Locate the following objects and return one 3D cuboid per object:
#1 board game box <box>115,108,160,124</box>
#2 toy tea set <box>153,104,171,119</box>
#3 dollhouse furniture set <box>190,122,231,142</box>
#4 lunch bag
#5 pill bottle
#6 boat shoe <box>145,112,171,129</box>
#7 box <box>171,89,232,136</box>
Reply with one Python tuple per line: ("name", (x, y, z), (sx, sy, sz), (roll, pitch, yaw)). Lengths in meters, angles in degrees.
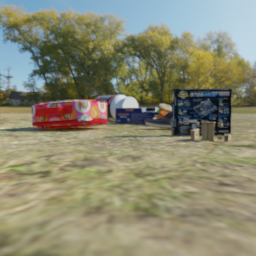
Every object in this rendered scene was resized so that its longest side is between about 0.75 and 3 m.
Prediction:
("board game box", (1.083, -0.708, 15.834), (2.845, 0.877, 2.843), (1, 5, 17))
("toy tea set", (2.289, -0.440, 14.063), (2.732, 1.011, 1.624), (1, 32, -29))
("dollhouse furniture set", (2.128, 0.080, 7.202), (0.947, 0.491, 0.419), (2, 6, 29))
("lunch bag", (-2.376, -0.564, 11.050), (2.729, 1.118, 2.404), (-3, 0, 23))
("pill bottle", (-0.843, -1.278, 18.160), (1.702, 1.702, 2.938), (-4, 5, -43))
("boat shoe", (1.765, -0.309, 11.101), (2.152, 0.697, 0.774), (3, 3, 16))
("box", (2.214, -0.472, 8.476), (1.777, 1.413, 0.409), (-1, 4, -5))
